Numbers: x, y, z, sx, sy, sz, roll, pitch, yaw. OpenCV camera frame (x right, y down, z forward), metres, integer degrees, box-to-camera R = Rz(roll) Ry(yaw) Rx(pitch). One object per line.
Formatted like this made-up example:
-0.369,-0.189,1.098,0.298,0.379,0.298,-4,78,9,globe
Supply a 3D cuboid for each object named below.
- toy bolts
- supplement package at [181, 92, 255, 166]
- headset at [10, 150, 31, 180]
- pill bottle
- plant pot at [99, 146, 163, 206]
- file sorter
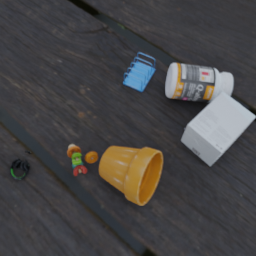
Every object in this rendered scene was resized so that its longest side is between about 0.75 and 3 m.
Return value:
-1.782,1.134,10.599,1.077,1.128,0.782,-7,40,-26,toy bolts
3.400,0.059,10.797,2.065,1.556,1.567,-41,71,-17,supplement package
-4.107,1.430,10.865,0.710,0.540,1.149,14,80,10,headset
2.914,-1.831,11.680,2.521,1.467,1.467,7,65,-2,pill bottle
0.023,1.509,10.043,1.807,1.974,1.974,17,65,25,plant pot
0.516,-2.496,12.424,0.957,0.846,1.380,26,67,11,file sorter
